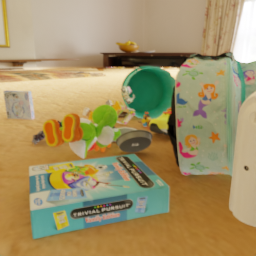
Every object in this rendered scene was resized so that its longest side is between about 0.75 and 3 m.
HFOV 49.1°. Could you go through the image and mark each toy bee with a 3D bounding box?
[{"bbox_3d":[0.605,-0.260,9.098,0.832,0.452,0.544,20,21,33],"label":"toy bee"}]

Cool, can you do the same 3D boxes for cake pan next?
[{"bbox_3d":[0.155,0.337,6.615,0.889,0.889,0.163,-3,58,-12],"label":"cake pan"}]

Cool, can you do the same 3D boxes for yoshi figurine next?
[{"bbox_3d":[-0.888,-0.110,6.449,1.155,1.151,2.056,43,19,24],"label":"yoshi figurine"}]

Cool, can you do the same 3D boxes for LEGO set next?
[{"bbox_3d":[-0.572,-0.469,9.399,2.218,1.020,0.826,-25,-26,37],"label":"LEGO set"}]

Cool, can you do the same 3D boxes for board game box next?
[{"bbox_3d":[-3.985,-0.836,10.234,1.028,1.033,0.224,4,19,13],"label":"board game box"},{"bbox_3d":[-0.564,0.983,4.620,2.004,0.470,1.513,-5,16,-19],"label":"board game box"}]

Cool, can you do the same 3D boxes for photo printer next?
[{"bbox_3d":[2.297,0.296,4.263,1.658,1.992,0.692,-10,18,-36],"label":"photo printer"}]

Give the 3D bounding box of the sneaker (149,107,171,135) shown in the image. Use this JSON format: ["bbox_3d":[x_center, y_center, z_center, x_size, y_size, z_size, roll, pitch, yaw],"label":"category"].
[{"bbox_3d":[1.599,-0.452,8.533,2.599,1.174,1.016,-14,19,-41],"label":"sneaker"}]

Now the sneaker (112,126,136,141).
[{"bbox_3d":[-0.283,0.122,7.767,1.327,0.469,0.658,-3,20,4],"label":"sneaker"}]

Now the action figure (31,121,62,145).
[{"bbox_3d":[-2.190,0.139,7.459,1.042,0.361,0.678,-14,37,31],"label":"action figure"}]

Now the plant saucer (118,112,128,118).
[{"bbox_3d":[-0.326,-0.521,10.841,0.777,0.125,0.777,-1,16,0],"label":"plant saucer"}]

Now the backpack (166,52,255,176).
[{"bbox_3d":[1.812,-0.289,5.717,2.042,2.408,2.712,2,19,24],"label":"backpack"}]

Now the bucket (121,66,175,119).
[{"bbox_3d":[0.715,-1.346,10.587,2.040,2.040,1.327,-3,11,-11],"label":"bucket"}]
